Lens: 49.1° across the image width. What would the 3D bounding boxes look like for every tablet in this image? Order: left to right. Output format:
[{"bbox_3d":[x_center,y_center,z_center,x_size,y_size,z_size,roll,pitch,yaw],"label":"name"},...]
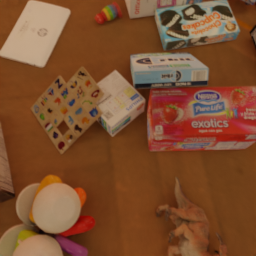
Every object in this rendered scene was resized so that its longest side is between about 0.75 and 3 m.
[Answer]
[{"bbox_3d":[-3.191,-3.319,9.700,1.648,0.173,2.532,16,71,6],"label":"tablet"}]

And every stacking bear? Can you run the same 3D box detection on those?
[{"bbox_3d":[-0.739,-3.956,9.795,0.890,0.506,0.541,-34,73,-7],"label":"stacking bear"}]

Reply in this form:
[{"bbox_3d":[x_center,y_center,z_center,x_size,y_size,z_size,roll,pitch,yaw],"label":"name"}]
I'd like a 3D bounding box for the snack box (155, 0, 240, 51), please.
[{"bbox_3d":[2.317,-3.550,9.601,2.548,0.473,1.480,-10,68,-4],"label":"snack box"}]

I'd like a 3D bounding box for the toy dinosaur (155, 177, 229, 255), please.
[{"bbox_3d":[1.712,2.595,7.038,1.755,1.111,2.590,2,53,-10],"label":"toy dinosaur"}]

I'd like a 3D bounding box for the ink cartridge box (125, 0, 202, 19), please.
[{"bbox_3d":[1.209,-4.854,9.347,2.623,1.895,1.110,-9,69,-3],"label":"ink cartridge box"}]

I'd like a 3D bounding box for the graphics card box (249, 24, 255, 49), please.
[{"bbox_3d":[4.965,-2.348,8.875,1.428,0.579,2.276,-14,79,-1],"label":"graphics card box"}]

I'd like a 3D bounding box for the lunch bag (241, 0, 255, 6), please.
[{"bbox_3d":[3.897,-4.792,9.652,0.495,1.311,1.051,-54,50,18],"label":"lunch bag"}]

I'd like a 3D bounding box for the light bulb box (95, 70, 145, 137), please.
[{"bbox_3d":[-0.422,-0.720,8.338,1.338,0.843,1.350,-39,73,-13],"label":"light bulb box"}]

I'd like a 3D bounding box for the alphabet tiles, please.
[{"bbox_3d":[-1.735,-0.624,8.129,2.192,0.083,1.833,-43,73,17],"label":"alphabet tiles"}]

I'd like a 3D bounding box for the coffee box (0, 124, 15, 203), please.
[{"bbox_3d":[-4.242,0.810,7.637,1.520,1.073,2.689,-18,70,-7],"label":"coffee box"}]

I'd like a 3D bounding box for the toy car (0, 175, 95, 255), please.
[{"bbox_3d":[-1.777,2.535,6.703,1.910,2.229,2.547,29,67,-28],"label":"toy car"}]

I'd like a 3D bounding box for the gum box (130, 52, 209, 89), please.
[{"bbox_3d":[1.061,-1.739,8.171,1.927,0.505,2.269,-3,25,-1],"label":"gum box"}]

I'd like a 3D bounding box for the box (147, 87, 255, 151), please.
[{"bbox_3d":[2.030,-0.206,7.816,2.942,1.467,1.405,-1,69,-1],"label":"box"}]
